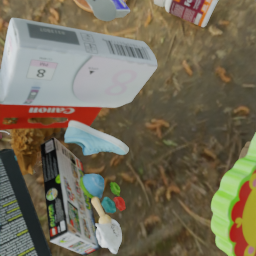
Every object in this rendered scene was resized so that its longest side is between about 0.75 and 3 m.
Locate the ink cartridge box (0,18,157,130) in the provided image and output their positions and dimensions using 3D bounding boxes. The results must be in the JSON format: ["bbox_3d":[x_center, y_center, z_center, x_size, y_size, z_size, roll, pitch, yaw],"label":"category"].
[{"bbox_3d":[-1.197,-0.553,5.465,2.416,2.973,0.848,-2,54,-33],"label":"ink cartridge box"}]

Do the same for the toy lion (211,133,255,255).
[{"bbox_3d":[2.302,0.954,4.474,2.252,0.807,2.349,3,96,-27],"label":"toy lion"}]

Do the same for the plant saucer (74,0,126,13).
[{"bbox_3d":[-0.904,-4.593,9.206,1.981,0.371,1.981,0,77,-1],"label":"plant saucer"}]

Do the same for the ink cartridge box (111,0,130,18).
[{"bbox_3d":[-0.726,-3.267,6.629,0.320,1.477,1.463,-37,94,28],"label":"ink cartridge box"}]

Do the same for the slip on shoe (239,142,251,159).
[{"bbox_3d":[4.514,1.085,7.542,2.972,1.130,0.900,11,87,10],"label":"slip on shoe"}]

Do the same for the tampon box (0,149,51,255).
[{"bbox_3d":[-2.609,1.609,5.397,1.340,1.591,2.122,-20,95,-28],"label":"tampon box"}]

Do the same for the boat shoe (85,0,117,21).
[{"bbox_3d":[-0.618,-2.451,5.138,0.423,1.195,0.381,-26,61,21],"label":"boat shoe"}]

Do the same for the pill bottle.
[{"bbox_3d":[1.797,-3.962,8.720,1.784,1.018,1.018,25,78,5],"label":"pill bottle"}]

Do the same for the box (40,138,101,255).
[{"bbox_3d":[-1.239,1.383,5.873,0.388,1.230,2.235,-28,48,6],"label":"box"}]

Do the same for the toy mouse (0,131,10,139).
[{"bbox_3d":[-4.305,0.204,8.132,1.564,0.303,1.390,19,78,4],"label":"toy mouse"}]

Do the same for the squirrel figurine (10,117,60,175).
[{"bbox_3d":[-2.696,0.350,7.341,1.266,1.789,1.670,15,68,-2],"label":"squirrel figurine"}]

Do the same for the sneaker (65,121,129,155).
[{"bbox_3d":[-0.674,0.366,5.820,1.363,0.504,0.558,23,76,-8],"label":"sneaker"}]

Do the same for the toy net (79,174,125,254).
[{"bbox_3d":[-0.416,1.609,5.260,0.351,1.817,0.953,-39,124,15],"label":"toy net"}]
